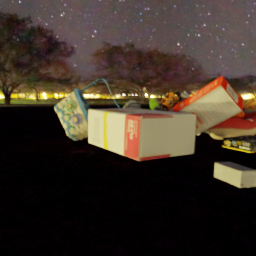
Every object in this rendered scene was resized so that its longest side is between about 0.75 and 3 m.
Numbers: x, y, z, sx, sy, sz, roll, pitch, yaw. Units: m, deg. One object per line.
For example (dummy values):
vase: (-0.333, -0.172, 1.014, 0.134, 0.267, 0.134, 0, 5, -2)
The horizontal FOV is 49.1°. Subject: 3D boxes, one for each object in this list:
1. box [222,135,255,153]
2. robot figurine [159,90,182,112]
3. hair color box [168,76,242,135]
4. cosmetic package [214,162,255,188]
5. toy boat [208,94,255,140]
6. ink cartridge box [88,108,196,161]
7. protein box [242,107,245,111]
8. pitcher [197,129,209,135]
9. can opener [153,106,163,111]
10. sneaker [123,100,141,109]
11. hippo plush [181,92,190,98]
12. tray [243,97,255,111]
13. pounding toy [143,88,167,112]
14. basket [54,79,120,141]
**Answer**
box: (3.899, 0.489, 8.909, 1.386, 0.342, 1.107, -4, 9, -29)
robot figurine: (2.559, -1.085, 15.097, 2.042, 1.481, 0.594, 42, -7, -32)
hair color box: (2.468, -0.577, 9.302, 2.264, 1.149, 0.693, -33, 18, 38)
cosmetic package: (2.047, 0.889, 5.377, 0.406, 0.343, 0.761, 1, 3, -22)
toy boat: (4.066, -0.480, 10.518, 2.487, 1.626, 1.623, -18, 9, -37)
ink cartridge box: (0.280, 0.058, 8.322, 2.011, 1.155, 2.770, -4, 9, -35)
protein box: (4.644, -0.385, 12.928, 1.142, 1.134, 0.771, -1, 3, -7)
pitcher: (3.307, -0.142, 11.640, 0.986, 0.846, 0.598, -8, 37, -24)
can opener: (1.401, -0.279, 10.730, 1.543, 0.513, 0.406, 35, 21, -43)
sneaker: (0.141, -0.557, 14.632, 1.214, 1.091, 2.811, 25, 31, 16)
hippo plush: (3.601, -0.781, 14.433, 2.055, 1.653, 1.637, 14, 19, 17)
tray: (5.881, -0.775, 12.828, 0.286, 0.761, 1.543, 34, 19, -25)
pounding toy: (1.670, -1.054, 17.904, 1.996, 1.200, 2.585, 34, 15, -51)
basket: (-1.388, -0.558, 10.147, 2.129, 1.877, 1.481, -28, -14, -4)
